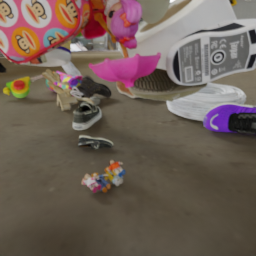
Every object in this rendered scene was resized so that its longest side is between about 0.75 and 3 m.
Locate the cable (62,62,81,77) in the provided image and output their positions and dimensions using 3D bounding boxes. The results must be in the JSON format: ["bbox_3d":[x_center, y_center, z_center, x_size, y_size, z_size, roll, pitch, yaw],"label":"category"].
[{"bbox_3d":[-3.385,-3.441,16.671,0.503,1.454,1.454,-39,22,7],"label":"cable"}]

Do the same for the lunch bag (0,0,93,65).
[{"bbox_3d":[-1.759,-2.073,4.157,1.881,2.135,0.875,-21,24,23],"label":"lunch bag"}]

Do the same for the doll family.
[{"bbox_3d":[-0.455,0.967,5.343,0.866,0.390,0.538,-28,36,-20],"label":"doll family"}]

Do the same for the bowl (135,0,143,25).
[{"bbox_3d":[-0.024,-3.519,9.464,2.124,0.997,2.124,16,53,-22],"label":"bowl"}]

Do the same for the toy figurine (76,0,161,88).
[{"bbox_3d":[-0.267,-2.004,4.959,2.013,2.681,2.467,-19,62,-23],"label":"toy figurine"}]

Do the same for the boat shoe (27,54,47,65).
[{"bbox_3d":[-2.633,-2.577,7.720,0.580,1.852,0.659,-8,45,-15],"label":"boat shoe"}]

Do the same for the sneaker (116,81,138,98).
[{"bbox_3d":[0.254,-2.014,13.267,1.053,0.941,2.636,-6,26,-24],"label":"sneaker"}]

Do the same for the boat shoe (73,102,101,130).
[{"bbox_3d":[-1.308,-0.524,9.178,0.690,0.621,1.952,2,19,6],"label":"boat shoe"}]

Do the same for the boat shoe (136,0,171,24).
[{"bbox_3d":[0.313,-2.801,4.793,0.706,1.982,0.620,-23,49,-7],"label":"boat shoe"}]

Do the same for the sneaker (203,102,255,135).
[{"bbox_3d":[3.370,-0.205,7.948,2.326,0.809,1.157,-3,20,-9],"label":"sneaker"}]

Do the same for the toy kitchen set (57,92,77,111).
[{"bbox_3d":[-2.359,-0.914,10.882,0.619,0.684,0.758,-13,62,-23],"label":"toy kitchen set"}]

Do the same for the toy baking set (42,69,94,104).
[{"bbox_3d":[-2.375,-1.439,10.760,2.279,0.265,1.749,36,-14,-9],"label":"toy baking set"}]

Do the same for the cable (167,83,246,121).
[{"bbox_3d":[2.704,-0.969,10.026,2.733,0.946,2.734,11,22,26],"label":"cable"}]

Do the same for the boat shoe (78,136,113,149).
[{"bbox_3d":[-0.822,0.423,7.048,0.888,0.319,0.300,8,58,3],"label":"boat shoe"}]

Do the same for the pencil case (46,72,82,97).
[{"bbox_3d":[-2.913,-2.053,13.103,1.078,1.078,2.439,-16,24,-40],"label":"pencil case"}]

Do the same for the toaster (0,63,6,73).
[{"bbox_3d":[-3.530,-1.483,5.347,1.202,2.026,1.832,6,44,6],"label":"toaster"}]

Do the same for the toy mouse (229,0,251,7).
[{"bbox_3d":[3.889,-4.807,10.021,1.193,1.060,0.231,22,1,32],"label":"toy mouse"}]

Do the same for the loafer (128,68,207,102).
[{"bbox_3d":[0.818,-0.863,6.029,1.817,0.620,0.687,-4,62,-16],"label":"loafer"}]

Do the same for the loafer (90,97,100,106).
[{"bbox_3d":[-1.329,-1.084,11.245,0.367,0.367,1.051,-7,18,3],"label":"loafer"}]

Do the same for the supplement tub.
[{"bbox_3d":[-2.977,-3.620,9.648,1.972,2.713,1.972,-1,2,0],"label":"supplement tub"}]

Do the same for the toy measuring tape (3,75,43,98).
[{"bbox_3d":[-4.434,-1.879,12.637,2.269,0.835,0.835,-21,25,-20],"label":"toy measuring tape"}]

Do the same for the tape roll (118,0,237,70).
[{"bbox_3d":[1.219,-2.515,7.327,2.978,1.041,2.978,-30,23,14],"label":"tape roll"}]

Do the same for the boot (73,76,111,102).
[{"bbox_3d":[-1.552,-1.463,11.975,1.608,0.557,1.400,29,39,-12],"label":"boot"}]

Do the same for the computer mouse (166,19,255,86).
[{"bbox_3d":[2.088,-1.611,5.388,2.898,1.589,0.636,-12,37,0],"label":"computer mouse"}]
